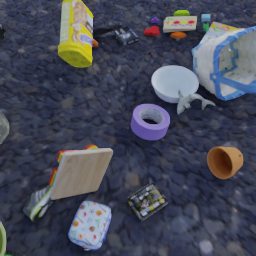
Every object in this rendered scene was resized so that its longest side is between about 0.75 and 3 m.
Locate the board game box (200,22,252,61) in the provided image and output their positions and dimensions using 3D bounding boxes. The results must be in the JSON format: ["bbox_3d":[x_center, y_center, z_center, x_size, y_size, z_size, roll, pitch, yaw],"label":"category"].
[{"bbox_3d":[3.954,-2.993,10.212,2.364,0.405,1.589,23,56,16],"label":"board game box"}]

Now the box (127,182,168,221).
[{"bbox_3d":[0.468,1.773,6.788,0.783,0.193,0.625,-29,60,-20],"label":"box"}]

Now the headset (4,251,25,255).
[{"bbox_3d":[-2.886,3.332,5.417,2.176,1.022,1.344,-12,49,-28],"label":"headset"}]

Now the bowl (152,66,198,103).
[{"bbox_3d":[1.433,-1.256,8.772,1.424,0.640,1.424,0,54,0],"label":"bowl"}]

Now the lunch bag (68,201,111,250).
[{"bbox_3d":[-0.832,2.214,6.342,0.821,0.387,1.024,16,54,9],"label":"lunch bag"}]

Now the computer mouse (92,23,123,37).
[{"bbox_3d":[-0.861,-3.702,10.460,1.212,0.320,0.840,-7,23,29],"label":"computer mouse"}]

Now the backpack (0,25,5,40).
[{"bbox_3d":[-5.480,-3.564,10.065,1.546,1.373,1.164,8,49,12],"label":"backpack"}]

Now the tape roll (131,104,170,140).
[{"bbox_3d":[0.627,-0.180,7.968,1.051,0.447,1.051,6,46,-6],"label":"tape roll"}]

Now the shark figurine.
[{"bbox_3d":[1.863,-0.805,7.909,0.485,1.162,0.694,-10,91,-37],"label":"shark figurine"}]

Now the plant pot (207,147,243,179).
[{"bbox_3d":[2.530,0.838,7.173,0.574,0.820,0.820,-12,52,-30],"label":"plant pot"}]

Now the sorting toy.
[{"bbox_3d":[-1.141,0.951,6.489,1.254,1.261,0.439,-1,34,-42],"label":"sorting toy"}]

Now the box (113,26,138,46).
[{"bbox_3d":[-0.085,-3.542,10.771,0.674,0.183,0.842,-21,56,-15],"label":"box"}]

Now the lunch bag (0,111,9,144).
[{"bbox_3d":[-4.892,0.221,6.979,2.321,1.928,2.767,6,51,26],"label":"lunch bag"}]

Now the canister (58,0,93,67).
[{"bbox_3d":[-1.670,-3.067,9.132,0.770,1.321,1.779,-3,79,19],"label":"canister"}]

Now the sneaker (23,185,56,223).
[{"bbox_3d":[-2.036,1.619,6.754,0.502,0.458,1.241,22,55,19],"label":"sneaker"}]

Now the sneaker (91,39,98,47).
[{"bbox_3d":[-1.615,-3.142,10.413,1.097,0.400,0.423,15,71,19],"label":"sneaker"}]

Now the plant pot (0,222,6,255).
[{"bbox_3d":[-3.005,2.066,5.208,1.337,1.270,1.337,3,82,-24],"label":"plant pot"}]

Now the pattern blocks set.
[{"bbox_3d":[1.999,-4.059,10.969,2.337,0.189,2.054,10,50,20],"label":"pattern blocks set"}]

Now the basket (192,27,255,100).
[{"bbox_3d":[3.478,-1.897,8.268,2.437,1.923,2.764,-25,26,-17],"label":"basket"}]
